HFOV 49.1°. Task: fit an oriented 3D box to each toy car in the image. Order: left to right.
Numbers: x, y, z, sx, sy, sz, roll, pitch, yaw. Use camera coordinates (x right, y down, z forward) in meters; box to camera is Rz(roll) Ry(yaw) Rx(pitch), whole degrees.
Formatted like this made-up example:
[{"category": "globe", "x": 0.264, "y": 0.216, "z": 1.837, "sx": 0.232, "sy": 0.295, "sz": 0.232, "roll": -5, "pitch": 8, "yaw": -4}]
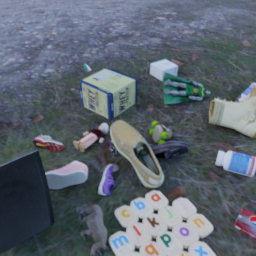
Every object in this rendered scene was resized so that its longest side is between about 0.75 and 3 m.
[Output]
[{"category": "toy car", "x": 1.548, "y": 0.174, "z": 11.512, "sx": 1.043, "sy": 0.823, "sz": 0.857, "roll": -12, "pitch": 45, "yaw": -28}]

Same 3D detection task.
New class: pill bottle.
[{"category": "pill bottle", "x": 3.878, "y": 1.248, "z": 10.099, "sx": 1.315, "sy": 0.738, "sz": 0.738, "roll": 14, "pitch": 39, "yaw": 18}, {"category": "pill bottle", "x": 5.893, "y": -1.590, "z": 13.575, "sx": 1.073, "sy": 0.602, "sz": 0.602, "roll": -47, "pitch": 42, "yaw": 10}]

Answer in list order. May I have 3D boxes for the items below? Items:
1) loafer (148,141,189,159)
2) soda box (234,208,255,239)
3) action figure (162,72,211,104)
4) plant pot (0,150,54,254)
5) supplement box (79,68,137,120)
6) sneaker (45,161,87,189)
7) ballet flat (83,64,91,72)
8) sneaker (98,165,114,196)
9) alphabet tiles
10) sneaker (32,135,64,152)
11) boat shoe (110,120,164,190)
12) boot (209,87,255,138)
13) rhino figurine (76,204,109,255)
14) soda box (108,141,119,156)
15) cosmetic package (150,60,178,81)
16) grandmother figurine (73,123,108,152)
[{"category": "loafer", "x": 1.244, "y": 0.988, "z": 10.555, "sx": 2.122, "sy": 0.763, "sz": 0.668, "roll": -4, "pitch": 50, "yaw": 7}, {"category": "soda box", "x": 3.875, "y": 2.949, "z": 8.093, "sx": 1.424, "sy": 0.451, "sz": 0.498, "roll": 25, "pitch": 45, "yaw": 28}, {"category": "action figure", "x": 2.958, "y": -1.840, "z": 13.756, "sx": 2.609, "sy": 1.541, "sz": 0.713, "roll": 3, "pitch": -1, "yaw": -25}, {"category": "plant pot", "x": -3.189, "y": 2.021, "z": 7.636, "sx": 2.228, "sy": 1.981, "sz": 2.233, "roll": -25, "pitch": 2, "yaw": -23}, {"category": "supplement box", "x": -0.930, "y": -1.704, "z": 13.477, "sx": 2.001, "sy": 1.343, "sz": 1.999, "roll": 26, "pitch": 44, "yaw": 30}, {"category": "sneaker", "x": -2.188, "y": 1.625, "z": 9.779, "sx": 1.664, "sy": 0.626, "sz": 0.870, "roll": -9, "pitch": 19, "yaw": 4}, {"category": "ballet flat", "x": -2.466, "y": -3.629, "z": 16.976, "sx": 0.267, "sy": 0.267, "sz": 0.768, "roll": -18, "pitch": 45, "yaw": -22}, {"category": "sneaker", "x": -0.681, "y": 1.830, "z": 9.684, "sx": 0.508, "sy": 0.491, "sz": 1.219, "roll": 17, "pitch": 47, "yaw": -1}, {"category": "alphabet tiles", "x": 0.977, "y": 3.101, "z": 8.097, "sx": 2.884, "sy": 0.210, "sz": 2.821, "roll": -21, "pitch": 43, "yaw": -25}, {"category": "sneaker", "x": -3.146, "y": 0.553, "z": 11.197, "sx": 1.323, "sy": 0.515, "sz": 0.543, "roll": 15, "pitch": 40, "yaw": 17}, {"category": "boat shoe", "x": 0.340, "y": 0.693, "z": 9.804, "sx": 1.049, "sy": 1.115, "sz": 2.927, "roll": -30, "pitch": 63, "yaw": -20}, {"category": "boot", "x": 4.770, "y": -0.980, "z": 12.359, "sx": 2.159, "sy": 1.011, "sz": 2.778, "roll": 17, "pitch": 58, "yaw": 11}, {"category": "rhino figurine", "x": -0.948, "y": 2.907, "z": 7.853, "sx": 0.695, "sy": 0.475, "sz": 1.590, "roll": -18, "pitch": 65, "yaw": -1}, {"category": "soda box", "x": -0.169, "y": 0.586, "z": 11.241, "sx": 1.307, "sy": 0.414, "sz": 0.462, "roll": -27, "pitch": 45, "yaw": -32}, {"category": "cosmetic package", "x": 2.045, "y": -3.330, "z": 16.159, "sx": 1.133, "sy": 0.697, "sz": 1.129, "roll": -20, "pitch": 41, "yaw": -27}, {"category": "grandmother figurine", "x": -1.403, "y": 0.342, "z": 11.529, "sx": 1.010, "sy": 0.505, "sz": 1.666, "roll": 31, "pitch": 49, "yaw": 22}]
